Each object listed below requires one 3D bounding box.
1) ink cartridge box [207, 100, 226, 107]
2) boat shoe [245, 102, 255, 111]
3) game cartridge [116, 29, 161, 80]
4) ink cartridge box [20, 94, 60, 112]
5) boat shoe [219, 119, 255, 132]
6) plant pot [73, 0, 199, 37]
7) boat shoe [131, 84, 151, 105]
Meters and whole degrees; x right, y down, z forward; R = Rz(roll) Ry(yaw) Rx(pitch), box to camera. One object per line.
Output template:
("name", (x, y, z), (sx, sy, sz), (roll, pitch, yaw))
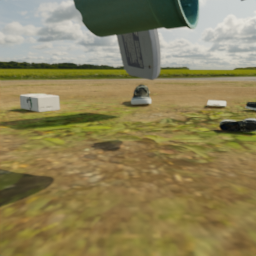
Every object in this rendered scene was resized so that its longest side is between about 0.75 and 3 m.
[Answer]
("ink cartridge box", (4.159, -1.068, 13.183), (0.833, 0.258, 1.028), (5, 21, 19))
("boat shoe", (6.199, -1.039, 11.669), (2.424, 0.731, 0.916), (4, 12, 17))
("game cartridge", (0.354, -3.218, 10.492), (0.573, 2.801, 1.865), (-33, 39, -27))
("ink cartridge box", (-3.879, -1.123, 12.317), (1.499, 0.632, 1.095), (10, 16, 40))
("boat shoe", (3.144, -0.032, 7.884), (1.133, 0.389, 0.321), (0, 17, 30))
("plant pot", (0.121, -2.547, 5.044), (1.886, 1.926, 1.926), (-5, 8, 27))
("boat shoe", (0.620, -1.755, 14.464), (0.997, 0.981, 2.766), (-1, 12, -3))
